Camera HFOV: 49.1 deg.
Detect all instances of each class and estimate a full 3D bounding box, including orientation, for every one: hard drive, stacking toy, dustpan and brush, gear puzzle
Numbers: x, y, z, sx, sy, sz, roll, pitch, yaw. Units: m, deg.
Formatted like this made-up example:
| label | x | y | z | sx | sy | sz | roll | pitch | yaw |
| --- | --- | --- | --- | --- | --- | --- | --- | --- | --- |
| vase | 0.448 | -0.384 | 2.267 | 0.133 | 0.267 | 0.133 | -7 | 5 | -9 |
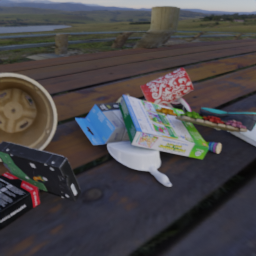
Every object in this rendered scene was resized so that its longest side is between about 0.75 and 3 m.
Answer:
| label | x | y | z | sx | sy | sz | roll | pitch | yaw |
| --- | --- | --- | --- | --- | --- | --- | --- | --- | --- |
| hard drive | -2.271 | 1.102 | 7.150 | 2.025 | 1.415 | 0.383 | 10 | 45 | 22 |
| stacking toy | 2.706 | 0.614 | 9.547 | 0.841 | 0.359 | 0.359 | 13 | 28 | 36 |
| dustpan and brush | 0.546 | 1.028 | 8.435 | 1.624 | 0.666 | 2.327 | -5 | 17 | -32 |
| gear puzzle | 2.289 | -0.329 | 9.133 | 2.843 | 0.372 | 1.473 | 12 | 0 | 3 |
| hard drive | 4.937 | 0.366 | 10.125 | 1.324 | 0.268 | 2.007 | -11 | 27 | -22 |

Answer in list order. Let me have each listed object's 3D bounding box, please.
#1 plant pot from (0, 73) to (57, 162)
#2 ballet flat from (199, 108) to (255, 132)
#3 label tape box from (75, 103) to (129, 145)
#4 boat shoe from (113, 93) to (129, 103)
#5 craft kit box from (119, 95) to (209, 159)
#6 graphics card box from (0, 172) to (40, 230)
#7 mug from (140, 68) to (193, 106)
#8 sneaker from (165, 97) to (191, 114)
| label | x | y | z | sx | sy | sz | roll | pitch | yaw |
| --- | --- | --- | --- | --- | --- | --- | --- | --- | --- |
| plant pot | -3.946 | -0.474 | 9.509 | 2.694 | 2.694 | 2.466 | -9 | 13 | -19 |
| ballet flat | 3.613 | -0.272 | 10.423 | 0.861 | 0.861 | 2.356 | -20 | 20 | -36 |
| label tape box | -0.582 | -0.219 | 10.136 | 2.165 | 0.716 | 1.551 | -6 | 40 | -36 |
| boat shoe | -0.465 | -0.910 | 12.171 | 1.482 | 0.548 | 0.547 | -32 | 5 | 35 |
| craft kit box | 1.097 | -0.091 | 9.549 | 2.533 | 0.622 | 2.565 | 10 | 28 | -17 |
| graphics card box | -3.303 | 1.892 | 6.513 | 1.310 | 0.531 | 2.088 | 16 | 28 | 30 |
| mug | 1.579 | -1.774 | 11.860 | 1.908 | 1.273 | 1.694 | -27 | 52 | 9 |
| sneaker | 1.978 | -0.926 | 12.438 | 0.968 | 0.900 | 2.241 | -42 | 45 | 3 |
